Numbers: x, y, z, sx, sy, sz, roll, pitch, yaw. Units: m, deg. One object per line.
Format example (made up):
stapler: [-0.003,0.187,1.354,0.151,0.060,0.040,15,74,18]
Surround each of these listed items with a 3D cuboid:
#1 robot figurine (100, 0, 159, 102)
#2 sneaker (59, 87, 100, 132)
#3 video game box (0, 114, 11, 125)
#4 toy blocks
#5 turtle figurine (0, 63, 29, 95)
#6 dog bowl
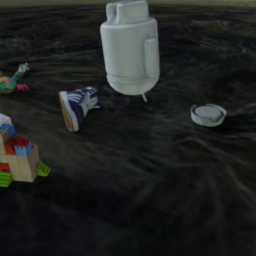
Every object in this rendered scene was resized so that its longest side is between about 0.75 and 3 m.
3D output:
robot figurine: [0.083,-1.990,7.490,1.457,2.581,2.189,-19,31,-23]
sneaker: [-1.701,-0.808,10.503,1.510,0.976,2.784,-11,29,-15]
video game box: [-5.163,-0.181,10.059,1.394,0.326,1.270,20,33,31]
toy blocks: [-3.361,0.586,7.485,2.271,1.552,1.135,5,30,8]
turtle figurine: [-5.663,-2.182,12.528,2.722,1.371,2.038,6,13,41]
dog bowl: [2.981,-0.482,10.529,1.280,0.375,1.280,0,29,0]
